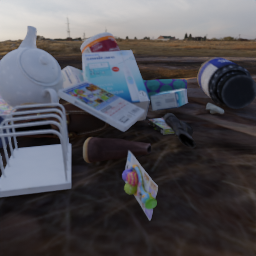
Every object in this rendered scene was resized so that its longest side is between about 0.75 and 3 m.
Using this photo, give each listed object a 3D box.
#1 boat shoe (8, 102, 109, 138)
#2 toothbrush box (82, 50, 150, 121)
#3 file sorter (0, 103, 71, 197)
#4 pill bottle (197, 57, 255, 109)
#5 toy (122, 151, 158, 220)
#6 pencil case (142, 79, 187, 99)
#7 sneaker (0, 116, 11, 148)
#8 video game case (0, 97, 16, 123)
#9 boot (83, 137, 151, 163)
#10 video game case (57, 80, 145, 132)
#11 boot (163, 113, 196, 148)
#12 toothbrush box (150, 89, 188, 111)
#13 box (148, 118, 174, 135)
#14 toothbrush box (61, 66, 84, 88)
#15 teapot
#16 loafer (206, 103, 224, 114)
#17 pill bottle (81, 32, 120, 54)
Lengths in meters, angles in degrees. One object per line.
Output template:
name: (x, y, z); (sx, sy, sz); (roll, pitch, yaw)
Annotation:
boat shoe: (-1.794, -0.107, 7.322); (2.733, 0.962, 0.961); (-3, 37, 12)
toothbrush box: (-0.468, -1.330, 8.963); (1.705, 0.993, 2.329); (-6, 54, -12)
file sorter: (-1.772, 0.309, 5.360); (1.240, 1.113, 1.787); (-6, 21, -9)
pill bottle: (3.815, -1.773, 11.002); (1.617, 1.617, 2.890); (0, 22, -1)
toy: (0.093, 0.876, 4.387); (0.249, 0.608, 1.056); (-3, 25, -26)
pencil case: (1.418, -1.660, 12.091); (2.173, 0.925, 1.004); (0, 7, -2)
sneaker: (-4.208, -0.107, 6.915); (2.731, 1.010, 1.123); (17, -20, -4)
video game case: (-4.597, -0.726, 9.887); (2.109, 0.265, 2.946); (2, 17, -16)
boot: (-0.182, 0.414, 5.696); (1.155, 0.502, 1.388); (-2, 0, 16)
video game case: (-0.618, -0.608, 6.970); (1.852, 0.167, 1.326); (29, 29, 11)
boot: (1.388, 0.169, 6.975); (1.158, 0.401, 1.008); (29, 20, -34)
toothbrush box: (1.466, -1.009, 9.915); (0.929, 0.541, 1.270); (-6, 10, 28)
box: (1.058, -0.062, 8.309); (0.558, 0.176, 1.014); (-6, 18, -20)
toothbrush box: (-2.020, -1.759, 11.271); (0.637, 1.093, 1.493); (-29, -8, 16)
teapot: (-2.948, -1.640, 8.907); (1.700, 2.328, 2.297); (-34, 24, 42)
loafer: (3.060, -0.627, 9.895); (0.307, 0.307, 0.879); (19, 13, -22)
pill bottle: (-0.767, -2.379, 11.329); (1.444, 2.529, 1.444); (-25, -2, -1)
